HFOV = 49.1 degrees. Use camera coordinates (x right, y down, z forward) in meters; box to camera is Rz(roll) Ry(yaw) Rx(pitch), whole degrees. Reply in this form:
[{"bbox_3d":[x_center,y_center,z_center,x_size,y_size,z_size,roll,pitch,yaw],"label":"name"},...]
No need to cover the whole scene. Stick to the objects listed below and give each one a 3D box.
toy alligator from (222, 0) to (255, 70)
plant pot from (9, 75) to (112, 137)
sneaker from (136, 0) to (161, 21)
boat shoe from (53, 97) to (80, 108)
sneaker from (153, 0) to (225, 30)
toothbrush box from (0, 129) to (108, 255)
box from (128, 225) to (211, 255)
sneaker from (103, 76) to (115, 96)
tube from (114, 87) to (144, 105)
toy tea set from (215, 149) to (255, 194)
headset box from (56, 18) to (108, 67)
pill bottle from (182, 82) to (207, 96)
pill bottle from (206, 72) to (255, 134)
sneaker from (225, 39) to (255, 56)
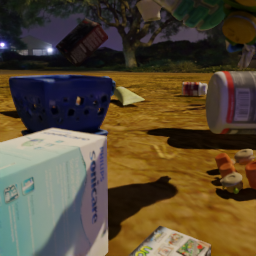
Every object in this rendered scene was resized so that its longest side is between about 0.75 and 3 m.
[{"bbox_3d":[1.636,-1.678,3.993,0.671,0.925,2.792,28,-12,19],"label":"toy alligator"},{"bbox_3d":[-1.495,-0.398,6.372,1.717,1.544,1.717,-13,19,-42],"label":"plant pot"},{"bbox_3d":[1.020,-4.099,9.589,1.331,0.769,0.490,-25,5,-9],"label":"sneaker"},{"bbox_3d":[-2.025,-0.789,9.651,0.825,0.782,2.178,8,15,30],"label":"boat shoe"},{"bbox_3d":[0.434,-2.830,5.032,2.947,1.144,1.344,36,23,-9],"label":"sneaker"},{"bbox_3d":[-0.881,0.776,2.120,0.714,1.226,1.675,8,16,30],"label":"toothbrush box"},{"bbox_3d":[0.267,1.242,2.414,0.570,0.180,1.035,9,16,35],"label":"box"},{"bbox_3d":[-1.146,-2.144,15.065,1.122,1.009,2.728,3,22,10],"label":"sneaker"},{"bbox_3d":[-0.081,-1.400,12.841,0.638,0.713,2.459,34,4,-23],"label":"tube"},{"bbox_3d":[1.803,0.719,4.459,0.706,0.439,1.187,-27,11,14],"label":"toy tea set"},{"bbox_3d":[-1.762,-3.432,11.002,1.888,0.729,1.405,-44,41,-1],"label":"headset box"},{"bbox_3d":[3.668,-2.154,15.503,1.276,0.729,0.729,4,14,19],"label":"pill bottle"},{"bbox_3d":[3.543,-0.626,7.167,2.778,1.609,1.609,1,13,3],"label":"pill bottle"},{"bbox_3d":[4.105,-2.533,7.927,2.744,1.128,1.014,12,-22,33],"label":"sneaker"}]
